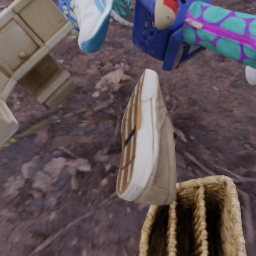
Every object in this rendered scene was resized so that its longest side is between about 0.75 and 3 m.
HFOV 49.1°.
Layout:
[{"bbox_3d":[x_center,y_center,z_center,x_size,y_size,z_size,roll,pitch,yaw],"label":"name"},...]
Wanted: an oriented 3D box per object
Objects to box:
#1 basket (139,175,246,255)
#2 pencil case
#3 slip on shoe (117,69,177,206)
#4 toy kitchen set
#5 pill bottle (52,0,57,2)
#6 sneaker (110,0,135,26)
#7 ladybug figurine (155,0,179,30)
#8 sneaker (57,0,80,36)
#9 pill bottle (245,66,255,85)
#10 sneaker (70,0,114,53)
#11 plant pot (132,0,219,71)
[{"bbox_3d":[1.117,2.275,5.478,1.770,1.848,2.481,6,48,6],"label":"basket"},{"bbox_3d":[2.347,-2.054,6.254,1.180,1.087,2.554,-6,32,-37],"label":"pencil case"},{"bbox_3d":[0.387,0.050,4.529,0.763,0.958,2.520,19,44,-13],"label":"slip on shoe"},{"bbox_3d":[-1.901,-1.035,5.869,2.969,2.422,2.678,-47,37,-8],"label":"toy kitchen set"},{"bbox_3d":[-2.504,-4.346,8.158,0.812,0.812,1.433,12,6,11],"label":"pill bottle"},{"bbox_3d":[-0.346,-4.679,10.285,2.406,1.098,0.934,23,46,-21],"label":"sneaker"},{"bbox_3d":[0.912,-2.855,6.460,0.451,0.851,1.253,6,73,14],"label":"ladybug figurine"},{"bbox_3d":[-1.785,-3.876,9.298,0.688,0.766,1.861,7,47,-46],"label":"sneaker"},{"bbox_3d":[3.994,-1.613,7.528,1.458,0.810,0.810,-11,28,50],"label":"pill bottle"},{"bbox_3d":[-0.870,-2.681,6.361,0.976,0.925,2.417,13,58,-9],"label":"sneaker"},{"bbox_3d":[1.440,-3.034,8.344,2.003,2.003,1.801,-34,75,-13],"label":"plant pot"}]
